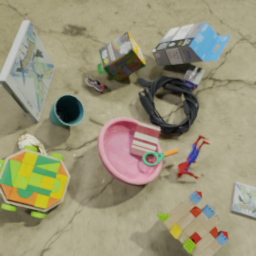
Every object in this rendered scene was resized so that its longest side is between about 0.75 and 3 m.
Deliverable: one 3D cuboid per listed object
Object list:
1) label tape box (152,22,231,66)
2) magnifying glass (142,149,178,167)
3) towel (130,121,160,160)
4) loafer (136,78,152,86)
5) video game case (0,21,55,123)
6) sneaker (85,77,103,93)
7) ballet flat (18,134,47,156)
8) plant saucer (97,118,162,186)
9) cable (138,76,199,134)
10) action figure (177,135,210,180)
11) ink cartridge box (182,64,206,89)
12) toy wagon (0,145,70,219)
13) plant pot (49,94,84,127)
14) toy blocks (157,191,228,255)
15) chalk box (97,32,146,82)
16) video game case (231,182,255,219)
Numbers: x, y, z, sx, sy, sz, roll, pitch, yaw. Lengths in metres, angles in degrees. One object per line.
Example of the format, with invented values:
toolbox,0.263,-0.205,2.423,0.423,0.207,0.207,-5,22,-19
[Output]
label tape box,2.674,-3.603,11.908,2.698,0.854,1.946,4,47,40
magnifying glass,1.152,1.010,9.999,1.369,0.153,0.545,-15,56,-19
towel,0.632,0.458,10.218,0.897,0.142,1.245,17,77,-9
loafer,0.770,-1.952,12.206,0.828,0.261,0.298,19,93,15
video game case,-3.765,-2.113,10.869,0.321,2.659,2.917,1,60,10
sneaker,-1.415,-1.909,11.987,0.982,0.366,0.396,35,43,20
ballet flat,-3.410,0.958,10.253,0.859,0.726,2.271,-37,66,-14
plant saucer,0.016,0.861,9.887,2.534,0.642,2.534,17,54,-25
cable,1.763,-0.902,11.349,2.155,0.671,2.641,-24,64,-15
action figure,2.389,1.173,9.907,0.860,1.737,0.567,23,24,-22
ink cartridge box,2.805,-2.161,12.161,0.713,0.399,1.045,26,67,12
toy wagon,-3.436,1.691,9.303,2.823,0.559,2.191,21,70,-19
plant pot,-2.458,-0.544,10.739,1.191,1.119,1.191,11,71,-34
toy blocks,2.180,2.980,8.621,1.493,1.092,2.185,-43,83,1
chalk box,-0.439,-2.883,11.939,1.930,1.195,1.201,-26,58,20
video game case,4.232,2.540,9.710,1.160,0.128,1.057,16,62,9
